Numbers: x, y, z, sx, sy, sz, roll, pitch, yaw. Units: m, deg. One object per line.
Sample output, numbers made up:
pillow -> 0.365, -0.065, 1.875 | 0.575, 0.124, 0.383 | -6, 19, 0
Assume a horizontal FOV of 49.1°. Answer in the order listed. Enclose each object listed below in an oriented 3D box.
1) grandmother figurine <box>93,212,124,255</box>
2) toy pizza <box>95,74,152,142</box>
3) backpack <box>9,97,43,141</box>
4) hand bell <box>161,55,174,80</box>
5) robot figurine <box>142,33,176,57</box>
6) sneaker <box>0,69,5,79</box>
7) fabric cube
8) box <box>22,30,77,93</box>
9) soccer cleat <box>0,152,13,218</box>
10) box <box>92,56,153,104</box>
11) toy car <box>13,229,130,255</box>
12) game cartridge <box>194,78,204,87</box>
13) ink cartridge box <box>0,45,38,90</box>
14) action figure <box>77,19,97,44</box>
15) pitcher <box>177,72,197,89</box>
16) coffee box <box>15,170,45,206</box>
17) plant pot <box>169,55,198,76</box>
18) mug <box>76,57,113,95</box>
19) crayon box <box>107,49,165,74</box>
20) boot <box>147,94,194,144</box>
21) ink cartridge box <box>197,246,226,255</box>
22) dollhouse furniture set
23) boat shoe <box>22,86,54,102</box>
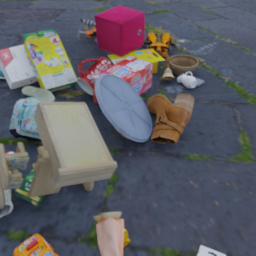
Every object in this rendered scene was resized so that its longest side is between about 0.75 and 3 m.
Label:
grandmother figurine -> -0.322, 2.945, 5.946 | 0.655, 1.312, 2.164 | 5, 64, -24
toy pizza -> -0.179, -0.686, 10.075 | 0.449, 2.834, 2.834 | -34, 26, 30
backpack -> -3.335, -0.343, 9.728 | 1.069, 1.261, 1.420 | -12, 69, 38
hand bell -> 1.905, -2.928, 13.416 | 0.613, 0.613, 1.176 | 1, 82, 1
robot figurine -> 1.780, -4.831, 16.224 | 1.900, 0.763, 2.621 | 4, 38, 5
sneaker -> -5.553, -3.025, 13.824 | 2.312, 0.921, 0.896 | -20, 42, -22
fabric cube -> -0.410, -5.037, 14.542 | 1.826, 1.791, 1.820 | 29, 49, 30
box -> -3.591, -3.057, 12.728 | 1.623, 0.669, 2.765 | -21, 87, -28
soccer cleat -> -3.625, 1.823, 7.809 | 1.152, 0.928, 2.705 | 12, 43, 4
box -> -0.207, -1.972, 12.202 | 1.326, 1.270, 2.660 | 25, 45, 28
toy car -> -1.365, 2.663, 6.697 | 2.660, 0.885, 1.305 | -19, 43, -21
game cartridge -> 3.153, -2.233, 13.436 | 0.541, 0.160, 0.835 | -34, 46, -29
ink cartridge box -> -4.476, -3.073, 13.227 | 2.783, 0.939, 1.621 | -26, 88, -29
action figure -> -1.746, -5.894, 16.867 | 2.689, 1.454, 2.779 | 3, 25, 21
pitcher -> 2.846, -2.266, 13.103 | 0.765, 0.541, 0.892 | -44, 44, -4
coffee box -> -2.664, 1.639, 8.321 | 0.766, 0.274, 1.247 | 25, 42, 6
plant pot -> 2.739, -3.065, 14.061 | 1.483, 0.685, 1.483 | 0, 38, 0
mug -> -1.410, -2.407, 12.281 | 1.020, 1.356, 1.528 | 33, 70, 20
crayon box -> 0.392, -3.316, 14.385 | 2.602, 0.661, 1.652 | -13, 40, -14
boot -> 1.232, -0.295, 10.398 | 2.419, 0.891, 1.871 | -5, 56, 57
ink cartridge box -> 1.768, 3.311, 6.278 | 0.645, 0.377, 1.111 | 16, 41, 19
dollhouse furniture set -> -1.700, 1.072, 6.885 | 2.532, 2.888, 1.919 | -3, 50, -35
boat shoe -> -3.794, -1.318, 11.949 | 1.703, 0.530, 0.636 | 18, 52, 24
